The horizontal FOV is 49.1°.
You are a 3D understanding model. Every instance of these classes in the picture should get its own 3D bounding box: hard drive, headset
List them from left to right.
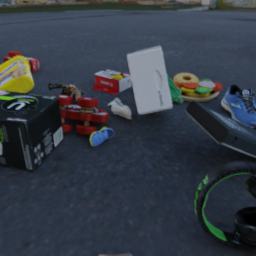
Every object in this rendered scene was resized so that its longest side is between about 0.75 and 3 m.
[{"bbox_3d":[3.282,0.222,8.205,2.873,0.472,2.005,20,20,-26],"label":"hard drive"},{"bbox_3d":[2.775,1.712,5.475,2.872,1.774,1.349,11,15,-3],"label":"headset"}]

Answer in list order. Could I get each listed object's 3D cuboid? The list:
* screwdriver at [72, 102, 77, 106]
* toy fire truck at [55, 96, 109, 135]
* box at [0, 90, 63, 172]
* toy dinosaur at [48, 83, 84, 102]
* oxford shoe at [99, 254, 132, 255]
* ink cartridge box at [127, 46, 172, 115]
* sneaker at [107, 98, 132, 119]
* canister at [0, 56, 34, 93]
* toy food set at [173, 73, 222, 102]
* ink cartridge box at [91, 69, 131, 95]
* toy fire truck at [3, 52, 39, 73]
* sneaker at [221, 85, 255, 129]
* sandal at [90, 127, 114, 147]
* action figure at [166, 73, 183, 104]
[{"bbox_3d":[-2.916,-1.008,11.441,2.736,0.398,0.382,10,18,-10],"label":"screwdriver"},{"bbox_3d":[-1.777,-0.572,10.399,2.206,1.237,1.852,6,13,8],"label":"toy fire truck"},{"bbox_3d":[-3.728,-0.034,8.770,2.697,1.676,2.003,8,29,12],"label":"box"},{"bbox_3d":[-2.672,-1.451,12.134,1.421,1.069,2.093,-10,2,-20],"label":"toy dinosaur"},{"bbox_3d":[-0.132,2.585,5.365,0.953,0.340,0.348,9,15,14],"label":"oxford shoe"},{"bbox_3d":[0.819,-1.636,10.236,1.182,2.046,2.803,-11,4,8],"label":"ink cartridge box"},{"bbox_3d":[-0.329,-0.675,11.136,0.567,0.525,1.398,-26,39,-20],"label":"sneaker"},{"bbox_3d":[-5.314,-2.368,13.198,1.553,0.905,2.092,-31,45,-2],"label":"canister"},{"bbox_3d":[3.133,-1.921,13.311,2.460,0.605,2.486,15,32,25],"label":"toy food set"},{"bbox_3d":[-0.861,-2.316,13.976,1.581,0.663,1.388,19,35,30],"label":"ink cartridge box"},{"bbox_3d":[-6.462,-4.038,17.086,2.769,0.675,1.953,11,26,13],"label":"toy fire truck"},{"bbox_3d":[4.425,-0.860,10.771,0.968,1.098,2.463,-8,38,-12],"label":"sneaker"},{"bbox_3d":[-0.864,0.275,9.414,0.476,0.435,1.094,-1,26,35],"label":"sandal"},{"bbox_3d":[1.623,-1.824,12.697,1.363,0.631,2.308,-40,61,-6],"label":"action figure"}]
